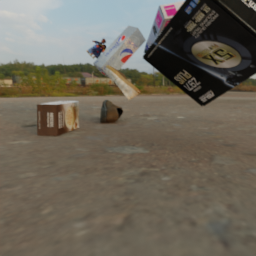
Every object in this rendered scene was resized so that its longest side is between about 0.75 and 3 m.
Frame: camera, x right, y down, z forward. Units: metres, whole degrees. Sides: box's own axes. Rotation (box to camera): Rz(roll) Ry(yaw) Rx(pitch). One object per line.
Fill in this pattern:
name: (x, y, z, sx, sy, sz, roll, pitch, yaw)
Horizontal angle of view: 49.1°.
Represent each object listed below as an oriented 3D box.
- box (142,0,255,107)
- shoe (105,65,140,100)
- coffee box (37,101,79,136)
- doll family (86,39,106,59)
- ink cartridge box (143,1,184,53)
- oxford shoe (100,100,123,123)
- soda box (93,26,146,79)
box: (2.050, -2.126, 7.059, 2.322, 1.221, 2.835, 38, -27, -7)
shoe: (-0.266, -1.418, 8.570, 0.563, 0.429, 1.609, 20, 21, -53)
coffee box: (-2.701, -0.420, 11.050, 0.825, 1.183, 2.069, 3, 10, 12)
doll family: (-1.080, -3.206, 12.053, 0.983, 1.700, 0.667, -41, -7, 2)
ink cartridge box: (1.660, -3.420, 10.113, 1.772, 0.623, 2.970, -16, -9, -11)
oxford shoe: (-0.854, -0.809, 14.686, 1.146, 0.986, 2.714, 2, 20, -4)
soda box: (-0.317, -2.856, 10.530, 0.697, 2.041, 0.647, 37, -6, 48)
